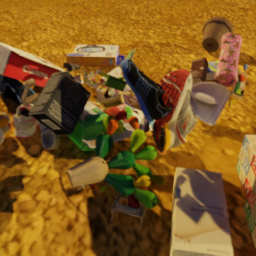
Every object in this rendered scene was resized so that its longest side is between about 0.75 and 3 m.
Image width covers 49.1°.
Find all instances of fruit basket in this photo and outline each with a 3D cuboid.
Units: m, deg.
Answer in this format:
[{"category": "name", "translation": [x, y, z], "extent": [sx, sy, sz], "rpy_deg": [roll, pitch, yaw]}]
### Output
[{"category": "fruit basket", "translation": [-0.708, -0.393, 9.303], "extent": [2.826, 1.325, 2.618], "rpy_deg": [-21, 40, -31]}]

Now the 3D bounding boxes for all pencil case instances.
[{"category": "pencil case", "translation": [3.486, -2.379, 9.703], "extent": [0.767, 0.802, 1.853], "rpy_deg": [22, 70, -23]}]

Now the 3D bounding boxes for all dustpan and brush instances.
[{"category": "dustpan and brush", "translation": [2.414, -1.175, 10.134], "extent": [2.130, 0.610, 1.487], "rpy_deg": [27, 84, 25]}]

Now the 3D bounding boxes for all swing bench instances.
[{"category": "swing bench", "translation": [0.049, 1.905, 6.776], "extent": [0.773, 0.504, 0.777], "rpy_deg": [11, 39, 13]}]

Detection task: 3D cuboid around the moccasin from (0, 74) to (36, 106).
[{"category": "moccasin", "translation": [-4.706, -1.517, 11.135], "extent": [2.464, 0.991, 0.840], "rpy_deg": [23, 45, 30]}]

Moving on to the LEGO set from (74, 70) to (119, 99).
[{"category": "LEGO set", "translation": [-0.892, -1.341, 7.666], "extent": [1.499, 0.558, 0.690], "rpy_deg": [21, 9, -46]}]

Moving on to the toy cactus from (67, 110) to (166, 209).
[{"category": "toy cactus", "translation": [-0.380, 0.888, 6.988], "extent": [2.264, 1.403, 2.744], "rpy_deg": [-16, 70, -20]}]

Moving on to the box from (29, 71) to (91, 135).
[{"category": "box", "translation": [-1.838, -0.671, 7.708], "extent": [0.753, 1.045, 1.407], "rpy_deg": [-1, 57, 40]}]

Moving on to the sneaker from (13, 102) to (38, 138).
[{"category": "sneaker", "translation": [-3.387, -0.511, 9.833], "extent": [0.783, 0.849, 1.924], "rpy_deg": [4, 36, 6]}]

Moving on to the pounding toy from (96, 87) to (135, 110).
[{"category": "pounding toy", "translation": [-0.380, -1.092, 8.734], "extent": [1.156, 1.015, 0.529], "rpy_deg": [-14, 74, 6]}]

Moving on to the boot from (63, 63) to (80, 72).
[{"category": "boot", "translation": [-2.092, -2.333, 10.718], "extent": [0.578, 0.307, 0.879], "rpy_deg": [-1, 25, -33]}]

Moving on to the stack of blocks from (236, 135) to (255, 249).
[{"category": "stack of blocks", "translation": [3.242, 1.542, 6.427], "extent": [0.771, 1.515, 2.631], "rpy_deg": [2, 36, 3]}]

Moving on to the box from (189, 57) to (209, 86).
[{"category": "box", "translation": [3.128, -2.499, 12.445], "extent": [0.656, 0.491, 1.310], "rpy_deg": [-6, 46, 33]}]

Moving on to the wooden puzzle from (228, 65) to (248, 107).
[{"category": "wooden puzzle", "translation": [3.976, -1.502, 9.949], "extent": [0.183, 1.563, 1.055], "rpy_deg": [17, 12, 40]}]

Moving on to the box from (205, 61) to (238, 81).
[{"category": "box", "translation": [4.028, -2.710, 13.233], "extent": [1.903, 0.453, 1.160], "rpy_deg": [-9, 36, -14]}]

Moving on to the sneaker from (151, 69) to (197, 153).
[{"category": "sneaker", "translation": [1.399, -0.491, 8.018], "extent": [1.137, 2.768, 1.078], "rpy_deg": [-14, 49, -16]}]

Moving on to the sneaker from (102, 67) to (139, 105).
[{"category": "sneaker", "translation": [-0.109, -1.804, 11.280], "extent": [1.203, 0.904, 2.414], "rpy_deg": [-43, 49, -6]}]

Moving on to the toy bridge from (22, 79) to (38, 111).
[{"category": "toy bridge", "translation": [-2.955, -0.860, 8.503], "extent": [0.496, 1.476, 0.201], "rpy_deg": [-29, 61, -24]}]

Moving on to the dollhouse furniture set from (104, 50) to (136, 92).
[{"category": "dollhouse furniture set", "translation": [-0.235, -1.585, 7.584], "extent": [0.518, 0.671, 1.342], "rpy_deg": [20, 53, -11]}]

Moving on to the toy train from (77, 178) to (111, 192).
[{"category": "toy train", "translation": [-0.839, 1.529, 7.471], "extent": [0.533, 0.390, 0.922], "rpy_deg": [33, 46, 19]}]

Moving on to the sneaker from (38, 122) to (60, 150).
[{"category": "sneaker", "translation": [-2.470, -0.034, 8.885], "extent": [0.588, 0.646, 1.574], "rpy_deg": [-7, 72, 10]}]

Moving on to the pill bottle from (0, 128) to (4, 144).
[{"category": "pill bottle", "translation": [-4.652, 0.759, 7.593], "extent": [1.418, 1.418, 2.526], "rpy_deg": [11, 38, 15]}]

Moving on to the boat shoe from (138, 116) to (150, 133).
[{"category": "boat shoe", "translation": [0.519, -0.023, 8.361], "extent": [0.331, 0.350, 1.001], "rpy_deg": [29, 65, -15]}]

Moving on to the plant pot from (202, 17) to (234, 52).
[{"category": "plant pot", "translation": [4.842, -5.083, 15.680], "extent": [1.731, 1.731, 1.510], "rpy_deg": [19, 56, 24]}]

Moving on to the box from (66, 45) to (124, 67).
[{"category": "box", "translation": [-1.643, -3.800, 14.635], "extent": [2.855, 0.592, 1.700], "rpy_deg": [0, 36, 3]}]

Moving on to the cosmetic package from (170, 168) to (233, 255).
[{"category": "cosmetic package", "translation": [1.587, 2.024, 6.352], "extent": [1.184, 0.836, 2.288], "rpy_deg": [5, 35, 7]}]

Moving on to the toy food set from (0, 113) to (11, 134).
[{"category": "toy food set", "translation": [-4.689, -0.507, 9.544], "extent": [2.450, 1.170, 1.102], "rpy_deg": [16, 39, 25]}]

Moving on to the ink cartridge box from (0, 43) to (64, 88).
[{"category": "ink cartridge box", "translation": [-3.981, -2.376, 11.245], "extent": [2.158, 1.031, 2.459], "rpy_deg": [31, 11, 36]}]

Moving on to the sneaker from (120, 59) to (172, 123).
[{"category": "sneaker", "translation": [0.468, -1.037, 7.087], "extent": [0.690, 1.771, 0.621], "rpy_deg": [-27, 2, 25]}]
